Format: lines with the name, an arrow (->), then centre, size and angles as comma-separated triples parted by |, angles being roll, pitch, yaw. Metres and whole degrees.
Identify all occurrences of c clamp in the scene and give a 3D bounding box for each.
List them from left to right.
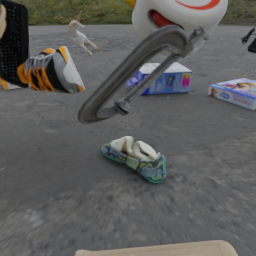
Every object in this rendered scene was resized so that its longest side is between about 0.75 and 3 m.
c clamp -> 0.234, -0.631, 3.514 | 0.249, 1.837, 1.569 | 53, 19, 10

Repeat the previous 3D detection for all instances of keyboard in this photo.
keyboard -> -2.957, -1.932, 6.660 | 1.134, 2.180, 0.432 | 19, 39, 5
keyboard -> 4.406, -2.997, 9.248 | 1.049, 0.170, 1.652 | 30, 62, 30

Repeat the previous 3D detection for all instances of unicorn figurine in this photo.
unicorn figurine -> -1.717, -3.303, 10.327 | 0.704, 1.310, 1.907 | -54, 24, -12

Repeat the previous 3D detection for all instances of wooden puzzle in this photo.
wooden puzzle -> 0.506, 2.187, 2.983 | 2.225, 0.515, 2.061 | 2, 25, -8

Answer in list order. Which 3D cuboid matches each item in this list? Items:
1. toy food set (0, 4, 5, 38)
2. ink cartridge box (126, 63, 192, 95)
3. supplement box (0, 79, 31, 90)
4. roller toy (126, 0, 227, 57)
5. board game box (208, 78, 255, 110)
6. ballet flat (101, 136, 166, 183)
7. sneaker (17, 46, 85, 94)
toy food set -> -3.451, -1.546, 5.257 | 2.834, 0.697, 2.864 | 4, 56, 36
ink cartridge box -> 1.173, -2.102, 11.768 | 2.475, 0.945, 1.689 | -3, 25, -10
supplement box -> -4.677, -2.280, 12.492 | 1.817, 0.668, 1.145 | -14, 29, -29
roller toy -> 1.489, -3.687, 8.842 | 2.856, 1.995, 2.605 | -7, 69, -18
board game box -> 4.607, -1.372, 10.799 | 2.076, 0.428, 2.081 | -15, 28, -29
ballet flat -> 0.116, 0.538, 6.338 | 1.932, 0.717, 0.717 | 22, 33, 39
sneaker -> -1.600, -1.062, 5.645 | 0.905, 0.917, 2.344 | -28, 24, -20
